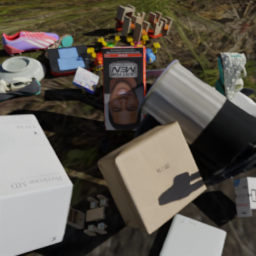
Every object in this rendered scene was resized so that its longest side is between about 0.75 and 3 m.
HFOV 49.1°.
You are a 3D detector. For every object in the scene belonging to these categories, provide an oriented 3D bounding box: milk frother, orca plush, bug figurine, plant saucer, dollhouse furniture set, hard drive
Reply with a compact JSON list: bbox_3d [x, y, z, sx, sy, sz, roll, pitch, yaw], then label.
[{"bbox_3d":[1.654,-0.137,6.614,2.819,2.997,2.705,37,71,7],"label":"milk frother"},{"bbox_3d":[3.621,-0.401,8.654,2.857,1.016,1.503,18,56,42],"label":"orca plush"},{"bbox_3d":[-0.175,-3.230,11.925,2.963,0.762,2.298,-4,38,2],"label":"bug figurine"},{"bbox_3d":[-4.381,-2.339,11.157,2.074,0.521,2.074,0,43,0],"label":"plant saucer"},{"bbox_3d":[-0.921,1.916,6.164,0.842,0.548,0.774,-21,46,26],"label":"dollhouse furniture set"},{"bbox_3d":[0.510,-4.839,13.381,2.375,1.237,2.400,37,43,24],"label":"dollhouse furniture set"},{"bbox_3d":[1.269,2.797,5.901,1.176,0.234,1.783,15,46,21],"label":"hard drive"}]

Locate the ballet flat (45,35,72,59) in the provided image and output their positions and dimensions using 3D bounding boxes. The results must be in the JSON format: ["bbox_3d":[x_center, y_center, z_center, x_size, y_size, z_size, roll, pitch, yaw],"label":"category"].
[{"bbox_3d":[-3.128,-3.621,12.456,0.618,0.625,1.837,8,43,17],"label":"ballet flat"}]

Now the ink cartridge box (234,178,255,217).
[{"bbox_3d":[2.858,1.679,6.727,0.301,0.515,0.888,7,70,-15],"label":"ink cartridge box"}]

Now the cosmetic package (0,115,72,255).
[{"bbox_3d":[-3.017,1.134,5.762,2.768,1.707,2.776,-5,35,-34],"label":"cosmetic package"}]

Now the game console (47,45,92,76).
[{"bbox_3d":[-2.395,-2.811,11.498,1.673,0.260,1.480,-11,64,-16],"label":"game console"}]

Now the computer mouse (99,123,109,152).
[{"bbox_3d":[-0.715,0.272,8.078,0.256,0.873,0.149,-9,5,-30],"label":"computer mouse"}]

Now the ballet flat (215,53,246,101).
[{"bbox_3d":[2.837,-1.274,7.703,0.797,2.222,0.797,-5,68,13],"label":"ballet flat"}]

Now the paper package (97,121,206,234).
[{"bbox_3d":[0.537,1.019,6.026,1.800,0.931,1.716,-27,95,-30],"label":"paper package"}]

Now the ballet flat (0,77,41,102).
[{"bbox_3d":[-4.227,-1.444,10.079,2.060,0.753,0.753,-13,45,-13],"label":"ballet flat"}]

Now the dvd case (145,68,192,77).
[{"bbox_3d":[0.856,-1.926,9.918,2.476,0.217,1.767,1,10,24],"label":"dvd case"}]

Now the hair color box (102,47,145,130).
[{"bbox_3d":[-0.097,-1.170,8.382,1.224,2.412,0.739,0,17,6],"label":"hair color box"}]

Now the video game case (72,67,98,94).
[{"bbox_3d":[-1.521,-1.690,9.992,0.826,0.188,0.749,25,53,-21],"label":"video game case"}]

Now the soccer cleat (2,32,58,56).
[{"bbox_3d":[-4.331,-3.949,12.540,2.447,0.936,0.816,-19,47,-19],"label":"soccer cleat"}]
